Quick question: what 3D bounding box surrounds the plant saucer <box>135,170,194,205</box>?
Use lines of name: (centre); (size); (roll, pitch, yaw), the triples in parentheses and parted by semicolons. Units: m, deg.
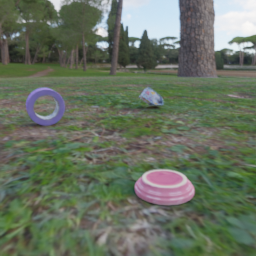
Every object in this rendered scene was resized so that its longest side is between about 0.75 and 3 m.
plant saucer: (0.757, 1.189, 5.881); (1.239, 0.314, 1.239); (-1, 14, 0)

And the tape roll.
tape roll: (-3.538, -0.912, 11.968); (1.534, 1.534, 0.652); (-6, 14, -24)

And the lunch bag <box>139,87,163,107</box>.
lunch bag: (1.367, -1.662, 16.203); (1.285, 0.817, 1.090); (35, -3, -8)
